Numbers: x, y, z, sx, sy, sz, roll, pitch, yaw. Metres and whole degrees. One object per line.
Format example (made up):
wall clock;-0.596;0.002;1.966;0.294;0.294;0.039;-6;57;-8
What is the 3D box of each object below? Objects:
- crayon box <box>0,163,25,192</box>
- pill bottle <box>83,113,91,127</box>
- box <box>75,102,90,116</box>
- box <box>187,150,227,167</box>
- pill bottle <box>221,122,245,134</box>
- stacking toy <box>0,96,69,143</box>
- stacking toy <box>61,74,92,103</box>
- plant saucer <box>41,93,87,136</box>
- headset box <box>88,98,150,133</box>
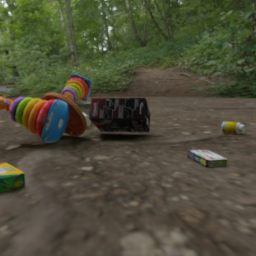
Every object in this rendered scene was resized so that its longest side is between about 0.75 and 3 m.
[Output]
crayon box;-2.306;0.892;5.072;0.531;0.261;0.894;-8;11;-43
pill bottle;-2.186;-0.350;12.176;1.225;0.680;0.680;9;12;43
box;-2.177;-0.818;14.357;2.769;0.947;1.138;-5;11;-27
box;1.850;0.711;6.652;0.525;0.166;0.954;-2;9;-13
pill bottle;3.975;0.007;10.586;0.783;0.428;0.428;7;11;42
stacking toy;-3.096;-0.494;8.589;2.296;1.332;1.260;19;0;7
stacking toy;-2.773;-1.628;13.686;1.239;1.311;2.258;22;33;2
plant saucer;-2.177;-0.471;9.615;1.818;1.818;0.293;6;44;35
headset box;-0.342;-0.411;9.916;2.101;0.812;1.564;1;-17;12
